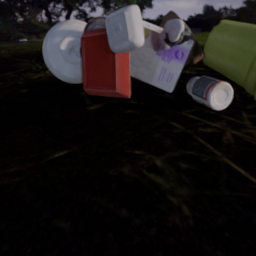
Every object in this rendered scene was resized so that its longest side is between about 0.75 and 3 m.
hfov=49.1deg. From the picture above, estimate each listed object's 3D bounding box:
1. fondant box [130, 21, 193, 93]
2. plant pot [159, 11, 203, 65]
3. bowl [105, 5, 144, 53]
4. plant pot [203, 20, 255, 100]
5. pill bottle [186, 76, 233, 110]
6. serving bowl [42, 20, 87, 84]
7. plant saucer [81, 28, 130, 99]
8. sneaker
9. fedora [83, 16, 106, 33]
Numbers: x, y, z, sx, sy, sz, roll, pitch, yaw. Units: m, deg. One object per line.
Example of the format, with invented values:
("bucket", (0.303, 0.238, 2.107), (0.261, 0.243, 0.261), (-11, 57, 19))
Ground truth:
("fondant box", (0.823, -2.801, 10.662), (2.707, 1.953, 0.788), (24, 33, 6))
("plant pot", (1.761, -3.508, 12.603), (2.225, 2.552, 2.552), (-36, 19, 10))
("bowl", (-0.139, -2.285, 6.546), (0.998, 0.996, 0.372), (-3, 10, 42))
("plant pot", (4.324, -2.785, 10.473), (2.521, 2.742, 2.742), (32, 35, 27))
("pill bottle", (4.104, -1.906, 14.519), (1.424, 1.424, 2.381), (-8, 23, -19))
("serving bowl", (-2.422, -3.446, 12.637), (2.880, 2.880, 0.947), (-4, 10, -10))
("plant saucer", (-0.824, -2.049, 8.850), (0.394, 2.147, 2.142), (-14, 18, -43))
("sneaker", (1.569, -2.982, 8.669), (0.936, 0.621, 1.645), (-23, 0, -12))
("fedora", (-0.924, -3.604, 10.828), (1.558, 1.378, 0.704), (23, 7, -17))
